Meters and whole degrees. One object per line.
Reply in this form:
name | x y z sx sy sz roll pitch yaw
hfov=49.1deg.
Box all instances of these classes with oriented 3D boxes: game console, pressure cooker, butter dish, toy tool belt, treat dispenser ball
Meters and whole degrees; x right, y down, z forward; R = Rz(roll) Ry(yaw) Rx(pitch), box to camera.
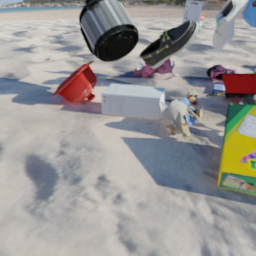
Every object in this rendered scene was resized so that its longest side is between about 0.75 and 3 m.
game console | 4.775 -1.696 10.899 1.795 1.065 1.547 9 22 37
pressure cooker | -0.843 -4.048 11.189 2.036 2.005 2.279 -17 71 -31
butter dish | -1.889 -1.643 11.416 1.803 1.336 1.808 -36 15 22
toy tool belt | 1.979 -0.371 9.220 1.143 1.162 1.861 45 46 18
treat dispenser ball | 5.325 -4.751 11.008 1.597 1.597 1.597 0 26 0

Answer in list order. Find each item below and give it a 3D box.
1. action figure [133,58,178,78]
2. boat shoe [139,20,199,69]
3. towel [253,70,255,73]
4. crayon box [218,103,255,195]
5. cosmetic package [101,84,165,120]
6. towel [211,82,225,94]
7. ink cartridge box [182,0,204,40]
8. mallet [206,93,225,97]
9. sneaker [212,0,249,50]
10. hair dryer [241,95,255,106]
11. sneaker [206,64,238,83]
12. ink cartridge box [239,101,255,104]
action figure | 1.314 -3.077 14.837 2.202 1.640 1.475 -20 1 1
boat shoe | 1.365 -2.979 9.898 0.760 2.523 0.899 27 57 -24
towel | 7.358 -2.457 13.790 2.128 0.326 2.790 8 22 14
crayon box | 3.645 0.549 6.652 2.673 0.779 2.306 8 47 17
cosmetic package | 0.229 -1.013 10.489 2.213 0.898 1.249 8 28 14
towel | 5.008 -1.753 12.685 2.263 0.269 1.662 9 27 19
ink cartridge box | 2.999 -4.991 12.952 0.890 1.634 0.411 25 31 33
mallet | 3.893 -1.482 12.106 1.001 0.206 0.330 4 66 15
sneaker | 3.811 -4.206 11.248 1.062 2.399 0.903 -27 58 -31
hair dryer | 4.574 -0.297 7.884 0.774 2.170 2.849 20 48 -44
sneaker | 4.401 -2.614 13.753 0.993 0.822 2.081 -15 21 -18
ink cartridge box | 4.721 -0.794 10.637 0.819 0.345 0.593 23 34 39
